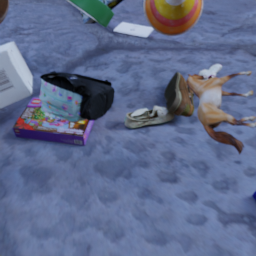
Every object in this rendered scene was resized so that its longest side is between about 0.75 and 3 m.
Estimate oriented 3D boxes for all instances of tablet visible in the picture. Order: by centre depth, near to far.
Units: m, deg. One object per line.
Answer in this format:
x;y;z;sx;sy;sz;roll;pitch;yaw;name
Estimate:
0.286;-4.907;13.973;1.768;0.121;1.151;16;45;17;tablet

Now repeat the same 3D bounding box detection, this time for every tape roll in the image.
-1.270;-3.446;7.561;1.880;0.452;1.880;34;13;-8;tape roll

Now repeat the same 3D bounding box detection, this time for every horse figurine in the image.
2.042;-0.512;6.207;1.467;0.553;2.214;-1;57;12;horse figurine

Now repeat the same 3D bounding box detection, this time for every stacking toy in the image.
1.211;-3.272;7.095;1.687;1.687;2.309;3;15;3;stacking toy

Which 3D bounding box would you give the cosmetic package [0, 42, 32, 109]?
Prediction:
-2.943;-1.365;6.812;0.818;1.138;2.017;-24;29;-6;cosmetic package

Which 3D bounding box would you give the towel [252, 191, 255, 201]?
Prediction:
4.044;1.890;6.416;1.899;0.470;1.402;-7;37;-8;towel

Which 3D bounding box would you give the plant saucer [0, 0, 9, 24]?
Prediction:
-5.033;-4.658;9.733;0.449;2.453;2.453;12;44;24;plant saucer

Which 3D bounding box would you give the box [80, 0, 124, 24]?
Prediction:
-0.819;-4.861;9.117;0.543;1.864;2.723;-20;5;-41;box

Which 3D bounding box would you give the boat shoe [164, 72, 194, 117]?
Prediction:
1.750;-1.080;9.440;0.791;0.837;2.326;26;38;-10;boat shoe

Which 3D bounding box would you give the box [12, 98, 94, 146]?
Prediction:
-2.198;-0.241;8.677;2.187;0.428;1.496;6;43;7;box

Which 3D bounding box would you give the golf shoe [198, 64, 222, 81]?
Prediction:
3.204;-2.057;10.722;1.154;0.435;0.528;-27;59;-18;golf shoe

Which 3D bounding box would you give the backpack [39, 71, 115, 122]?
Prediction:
-1.182;-0.671;5.917;1.487;0.941;1.241;18;17;18;backpack

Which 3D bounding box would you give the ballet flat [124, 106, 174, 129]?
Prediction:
0.724;-0.391;8.766;1.747;0.545;0.589;-16;45;-17;ballet flat
